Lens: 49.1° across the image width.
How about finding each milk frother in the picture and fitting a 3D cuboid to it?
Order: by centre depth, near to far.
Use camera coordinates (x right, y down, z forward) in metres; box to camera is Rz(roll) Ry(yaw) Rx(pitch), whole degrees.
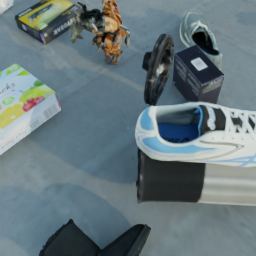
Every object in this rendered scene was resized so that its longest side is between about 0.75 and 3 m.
[{"bbox_3d":[1.587,-0.044,5.376,2.772,2.947,2.659,2,53,1],"label":"milk frother"}]

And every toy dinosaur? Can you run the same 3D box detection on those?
[{"bbox_3d":[-0.682,-2.850,7.658,1.522,2.243,1.145,9,24,12],"label":"toy dinosaur"}]

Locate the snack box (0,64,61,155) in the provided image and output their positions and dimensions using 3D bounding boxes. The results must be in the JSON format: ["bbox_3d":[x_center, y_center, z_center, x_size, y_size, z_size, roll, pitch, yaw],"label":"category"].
[{"bbox_3d":[-3.228,-0.337,6.812,1.837,0.684,2.583,34,62,29],"label":"snack box"}]

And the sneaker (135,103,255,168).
[{"bbox_3d":[1.504,0.058,4.439,2.764,1.002,0.993,-1,65,-4],"label":"sneaker"}]

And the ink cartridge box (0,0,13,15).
[{"bbox_3d":[-5.591,-5.095,9.199,2.910,2.112,1.214,24,62,15],"label":"ink cartridge box"}]

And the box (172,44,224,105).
[{"bbox_3d":[1.748,-1.260,7.218,0.650,1.138,1.250,-25,60,-10],"label":"box"}]

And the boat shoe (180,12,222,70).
[{"bbox_3d":[2.214,-2.691,8.350,1.035,0.878,2.843,-2,56,-1],"label":"boat shoe"}]

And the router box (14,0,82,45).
[{"bbox_3d":[-2.572,-3.620,9.221,1.368,0.454,1.740,34,63,20],"label":"router box"}]

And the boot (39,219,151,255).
[{"bbox_3d":[-0.631,2.252,5.219,1.504,0.679,1.835,29,63,20],"label":"boot"}]
